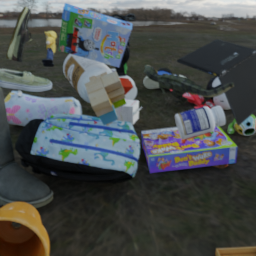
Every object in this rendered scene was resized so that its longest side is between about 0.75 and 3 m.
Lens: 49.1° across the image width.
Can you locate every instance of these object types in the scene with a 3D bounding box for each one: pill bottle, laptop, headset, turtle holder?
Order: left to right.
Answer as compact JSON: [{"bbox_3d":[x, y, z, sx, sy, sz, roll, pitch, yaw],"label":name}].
[{"bbox_3d":[-1.109,-1.504,8.910,1.263,1.263,2.209,-14,43,-29],"label":"pill bottle"},{"bbox_3d":[-0.438,-2.079,14.008,1.305,1.305,2.352,-9,25,-18],"label":"pill bottle"},{"bbox_3d":[-0.191,-3.376,11.455,1.323,2.816,1.739,-3,57,7],"label":"headset"},{"bbox_3d":[1.439,-0.131,5.620,0.896,0.537,0.537,-15,24,4],"label":"pill bottle"},{"bbox_3d":[2.341,-1.185,6.659,1.669,1.033,1.782,-32,46,-31],"label":"laptop"},{"bbox_3d":[4.242,-0.103,10.312,1.028,0.781,0.730,7,41,-6],"label":"turtle holder"}]

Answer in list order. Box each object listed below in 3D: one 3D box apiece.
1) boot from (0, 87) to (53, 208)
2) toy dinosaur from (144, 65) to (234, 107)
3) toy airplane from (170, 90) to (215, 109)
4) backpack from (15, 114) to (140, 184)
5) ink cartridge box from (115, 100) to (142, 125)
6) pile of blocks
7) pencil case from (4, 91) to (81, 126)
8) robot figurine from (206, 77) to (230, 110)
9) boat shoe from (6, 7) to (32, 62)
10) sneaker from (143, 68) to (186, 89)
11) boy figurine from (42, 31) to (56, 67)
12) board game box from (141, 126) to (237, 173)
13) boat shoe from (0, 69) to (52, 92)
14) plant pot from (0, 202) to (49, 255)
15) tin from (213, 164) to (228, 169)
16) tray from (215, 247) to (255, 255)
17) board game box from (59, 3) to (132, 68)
[{"bbox_3d":[-2.961,0.340,6.677,2.589,2.847,1.033,10,16,19],"label":"boot"},{"bbox_3d":[1.379,-0.904,6.621,2.474,0.587,1.090,22,-12,40],"label":"toy dinosaur"},{"bbox_3d":[3.279,-1.231,13.054,2.702,0.497,2.702,14,17,-4],"label":"toy airplane"},{"bbox_3d":[-1.051,0.594,7.253,2.707,2.208,2.081,19,69,12],"label":"backpack"},{"bbox_3d":[-0.125,-0.671,11.507,1.273,0.797,0.818,8,26,17],"label":"ink cartridge box"},{"bbox_3d":[-0.215,-0.495,4.494,0.631,0.834,2.031,-22,14,0],"label":"pile of blocks"},{"bbox_3d":[-3.283,-0.616,10.725,2.965,1.345,1.232,9,-7,14],"label":"pencil case"},{"bbox_3d":[4.408,-1.706,13.072,1.260,1.517,2.019,37,24,-23],"label":"robot figurine"},{"bbox_3d":[-3.399,-2.958,9.011,0.579,1.762,0.630,18,21,-28],"label":"boat shoe"},{"bbox_3d":[2.415,-2.709,15.682,2.791,1.071,1.553,7,33,31],"label":"sneaker"},{"bbox_3d":[-2.723,-2.808,9.683,0.422,1.309,0.814,0,-15,-6],"label":"boy figurine"},{"bbox_3d":[1.795,0.572,8.769,2.559,0.573,1.721,-7,25,-3],"label":"board game box"},{"bbox_3d":[-2.520,-1.166,6.858,1.285,0.399,0.463,1,35,-22],"label":"boat shoe"},{"bbox_3d":[-2.123,2.019,5.076,1.425,1.425,1.305,-5,9,-10],"label":"plant pot"},{"bbox_3d":[2.637,0.991,8.564,0.483,0.181,0.863,-19,28,-37],"label":"tin"},{"bbox_3d":[2.163,2.492,5.291,0.901,0.167,0.444,-1,24,-3],"label":"tray"},{"bbox_3d":[-0.925,-2.452,7.616,1.779,1.345,0.325,13,52,-10],"label":"board game box"}]
